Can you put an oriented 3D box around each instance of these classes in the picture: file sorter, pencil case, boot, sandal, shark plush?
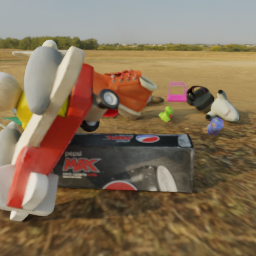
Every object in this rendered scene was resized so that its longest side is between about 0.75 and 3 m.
[{"bbox_3d":[2.293,-1.718,13.102,0.840,0.758,1.208,2,17,6],"label":"file sorter"},{"bbox_3d":[2.403,-0.033,7.747,0.341,0.380,0.874,22,-8,12],"label":"pencil case"},{"bbox_3d":[-0.388,-1.459,8.975,2.863,1.535,1.074,22,32,-36],"label":"boot"},{"bbox_3d":[2.788,-1.344,11.207,0.973,0.619,2.587,-42,9,9],"label":"sandal"},{"bbox_3d":[3.519,-0.550,10.111,0.999,1.089,2.397,28,5,18],"label":"shark plush"}]

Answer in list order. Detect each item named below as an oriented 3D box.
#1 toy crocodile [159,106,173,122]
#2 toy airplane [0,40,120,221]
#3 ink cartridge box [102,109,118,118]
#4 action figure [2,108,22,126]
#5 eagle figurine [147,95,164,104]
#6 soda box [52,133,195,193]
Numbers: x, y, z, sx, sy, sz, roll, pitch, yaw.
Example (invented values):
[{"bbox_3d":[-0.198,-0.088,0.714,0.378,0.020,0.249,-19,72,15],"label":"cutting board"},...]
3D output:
[{"bbox_3d":[1.355,-0.470,9.587,0.384,0.420,1.244,46,15,5],"label":"toy crocodile"},{"bbox_3d":[-1.534,-0.020,4.398,1.965,2.784,2.772,37,3,-12],"label":"toy airplane"},{"bbox_3d":[-1.275,-1.336,11.156,2.258,1.079,2.572,7,21,12],"label":"ink cartridge box"},{"bbox_3d":[-2.776,-0.323,8.642,2.289,0.626,1.352,20,36,38],"label":"action figure"},{"bbox_3d":[0.853,-1.344,12.215,0.928,0.923,1.223,-39,57,4],"label":"eagle figurine"},{"bbox_3d":[-0.092,0.622,5.321,2.564,0.907,0.812,1,15,5],"label":"soda box"}]
